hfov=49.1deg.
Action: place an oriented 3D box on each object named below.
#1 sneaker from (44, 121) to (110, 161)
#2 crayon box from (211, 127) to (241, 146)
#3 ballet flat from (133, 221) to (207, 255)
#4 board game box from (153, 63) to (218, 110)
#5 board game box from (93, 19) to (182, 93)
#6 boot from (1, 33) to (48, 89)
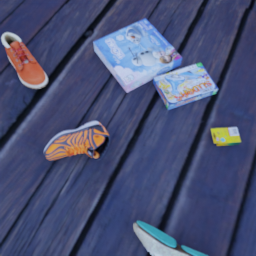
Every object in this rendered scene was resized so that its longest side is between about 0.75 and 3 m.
[{"bbox_3d":[-1.741,0.694,9.965,2.396,0.929,1.342,-29,49,-14],"label":"sneaker"},{"bbox_3d":[3.684,0.333,10.685,1.033,0.262,0.656,-2,62,-2],"label":"crayon box"},{"bbox_3d":[1.356,3.869,8.411,2.976,1.004,0.928,23,86,14],"label":"ballet flat"},{"bbox_3d":[2.380,-1.765,11.750,2.247,0.387,1.521,-20,63,-10],"label":"board game box"},{"bbox_3d":[0.381,-3.302,12.448,2.849,0.621,2.863,-30,66,-14],"label":"board game box"},{"bbox_3d":[-4.408,-2.807,11.736,1.024,1.463,2.729,-36,69,-20],"label":"boot"}]
